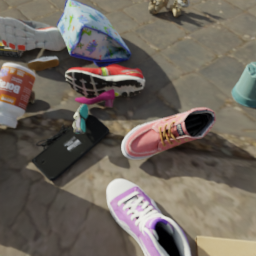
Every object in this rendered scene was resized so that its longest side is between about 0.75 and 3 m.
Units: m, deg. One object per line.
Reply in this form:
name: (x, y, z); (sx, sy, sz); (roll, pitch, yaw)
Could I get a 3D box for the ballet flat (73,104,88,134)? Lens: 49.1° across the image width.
ballet flat: (-1.424, -0.258, 8.179); (0.395, 0.395, 1.098); (0, 48, 0)

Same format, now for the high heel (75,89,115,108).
high heel: (-1.077, -1.028, 9.094); (1.276, 0.613, 0.430); (6, 9, -5)

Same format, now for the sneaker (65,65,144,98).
sneaker: (-0.770, -1.683, 9.571); (2.653, 1.022, 1.126); (6, 47, -1)

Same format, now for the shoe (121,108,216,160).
shoe: (1.111, 0.119, 7.723); (2.615, 1.189, 0.934); (-21, 88, -17)

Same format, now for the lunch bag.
lunch bag: (-1.225, -3.494, 10.638); (2.404, 1.532, 2.044); (2, 47, -38)

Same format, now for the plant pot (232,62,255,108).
plant pot: (4.162, -1.463, 9.243); (1.159, 1.135, 1.159); (-1, 51, 1)

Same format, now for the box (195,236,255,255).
box: (2.769, 3.458, 5.768); (2.661, 0.283, 2.176); (4, 53, 4)

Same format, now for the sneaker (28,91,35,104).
sneaker: (-3.713, -0.940, 9.275); (1.227, 0.432, 0.463); (-13, 65, -3)

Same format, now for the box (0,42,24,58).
box: (-4.873, -3.389, 11.304); (1.496, 0.369, 1.194); (8, 50, 7)

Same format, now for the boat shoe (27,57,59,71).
boat shoe: (-3.198, -2.456, 10.549); (1.140, 0.404, 0.395); (-11, 44, -11)

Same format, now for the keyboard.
keyboard: (-1.705, 0.476, 8.208); (1.187, 0.452, 2.281); (43, 64, 13)

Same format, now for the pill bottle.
pill bottle: (-3.574, -0.959, 8.582); (1.014, 1.014, 1.807); (12, 80, 10)

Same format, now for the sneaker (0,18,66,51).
sneaker: (-3.878, -3.683, 10.971); (2.898, 1.117, 1.187); (5, 32, -28)

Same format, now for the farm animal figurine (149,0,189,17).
farm animal figurine: (1.918, -5.789, 13.002); (1.818, 0.914, 1.468); (10, 70, 4)

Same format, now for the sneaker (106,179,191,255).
sneaker: (0.428, 1.958, 6.183); (1.014, 1.595, 2.797); (-30, 56, -21)
